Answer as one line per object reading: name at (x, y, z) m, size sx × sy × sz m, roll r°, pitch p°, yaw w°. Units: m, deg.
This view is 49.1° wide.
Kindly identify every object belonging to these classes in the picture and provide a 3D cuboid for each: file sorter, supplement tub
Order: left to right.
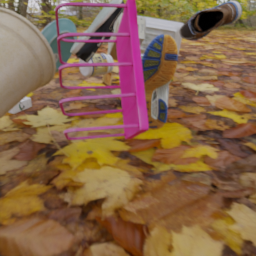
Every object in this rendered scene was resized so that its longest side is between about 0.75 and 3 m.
supplement tub at (-1.018, -2.033, 9.053) m, size 0.969 × 0.699 × 0.699 m, roll -17°, pitch 30°, yaw -38°
file sorter at (-0.624, -1.002, 5.647) m, size 1.524 × 2.430 × 1.689 m, roll -4°, pitch -7°, yaw -11°

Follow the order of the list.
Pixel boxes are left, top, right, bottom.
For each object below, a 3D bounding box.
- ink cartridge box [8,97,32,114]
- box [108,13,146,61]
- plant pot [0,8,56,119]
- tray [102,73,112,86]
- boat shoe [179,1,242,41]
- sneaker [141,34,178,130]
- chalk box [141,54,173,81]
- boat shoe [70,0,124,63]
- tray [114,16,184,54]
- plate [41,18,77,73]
ink cartridge box at (-5.167, -1.081, 12.937) m, size 0.803 × 0.463 × 1.099 m, roll 13°, pitch 28°, yaw 25°
box at (-0.110, -3.219, 10.245) m, size 0.992 × 0.812 × 2.088 m, roll 5°, pitch -10°, yaw -11°
plant pot at (-3.599, -1.376, 7.275) m, size 2.571 × 2.571 × 2.353 m, roll 9°, pitch 48°, yaw 17°
tray at (-0.953, -2.238, 12.712) m, size 0.405 × 0.152 × 0.821 m, roll 29°, pitch 48°, yaw -29°
boat shoe at (2.298, -3.275, 8.660) m, size 0.812 × 0.810 × 2.244 m, roll -24°, pitch 7°, yaw -31°
sneaker at (0.776, -1.336, 8.174) m, size 1.005 × 2.670 × 1.177 m, roll 10°, pitch 17°, yaw 1°
chalk box at (0.543, -2.051, 9.913) m, size 1.752 × 1.090 × 1.084 m, roll 5°, pitch 23°, yaw 38°
boat shoe at (-0.724, -2.591, 7.531) m, size 0.607 × 2.013 × 0.761 m, roll 35°, pitch 36°, yaw -29°
tray at (0.739, -3.659, 11.355) m, size 2.825 × 1.517 × 0.313 m, roll 12°, pitch 39°, yaw 7°
plate at (-2.806, -3.113, 11.185) m, size 0.318 × 2.492 × 2.492 m, roll 34°, pitch 36°, yaw 14°
